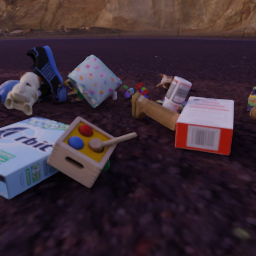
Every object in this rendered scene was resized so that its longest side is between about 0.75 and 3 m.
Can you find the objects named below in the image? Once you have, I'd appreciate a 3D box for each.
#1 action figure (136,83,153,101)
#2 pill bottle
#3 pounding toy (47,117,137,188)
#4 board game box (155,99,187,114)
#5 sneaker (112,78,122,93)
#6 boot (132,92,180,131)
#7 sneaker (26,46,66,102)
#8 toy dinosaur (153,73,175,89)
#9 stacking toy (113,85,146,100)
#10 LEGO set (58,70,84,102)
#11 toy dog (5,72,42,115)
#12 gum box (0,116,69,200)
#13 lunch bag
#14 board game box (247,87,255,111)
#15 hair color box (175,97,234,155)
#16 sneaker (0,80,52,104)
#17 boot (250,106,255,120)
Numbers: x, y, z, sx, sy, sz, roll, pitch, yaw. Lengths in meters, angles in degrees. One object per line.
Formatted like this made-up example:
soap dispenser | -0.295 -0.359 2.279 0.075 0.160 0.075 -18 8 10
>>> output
action figure | 0.616 -1.113 10.203 0.413 1.598 0.523 -36 73 -4
pill bottle | 1.518 -1.039 8.819 0.576 1.012 0.576 22 21 -9
pounding toy | -0.740 0.428 6.035 1.355 0.963 1.247 30 36 -1
board game box | 1.711 -0.868 10.690 1.047 0.297 0.865 19 30 39
sneaker | -0.967 -2.076 12.221 0.805 0.684 1.855 27 3 -37
boot | 0.893 -0.358 8.959 1.610 1.410 0.533 30 76 19
sneaker | -3.328 -2.117 11.381 0.947 2.431 0.853 -21 -3 -29
toy dinosaur | 1.985 -2.096 13.226 1.234 0.782 1.821 15 14 17
stacking toy | 0.062 -1.399 11.346 0.958 0.298 1.270 11 29 22
LEGO set | -2.190 -1.673 11.404 0.744 1.284 0.987 -6 47 39
toy dog | -3.705 -1.405 10.052 0.979 1.361 1.403 12 46 -1
gum box | -2.494 0.522 6.857 2.236 0.586 2.631 14 26 30
lunch bag | -1.287 -1.783 10.554 1.353 1.589 0.969 -46 8 -13
board game box | 5.726 -0.982 10.607 2.047 0.580 1.692 12 27 27
hair color box | 2.333 -0.174 8.287 1.422 0.820 2.564 8 25 19
sneaker | -4.088 -1.496 11.408 1.065 0.938 2.388 13 25 35
boot | 4.759 -0.142 8.480 1.656 0.625 1.891 4 23 10
